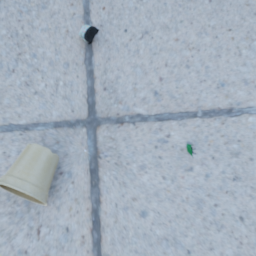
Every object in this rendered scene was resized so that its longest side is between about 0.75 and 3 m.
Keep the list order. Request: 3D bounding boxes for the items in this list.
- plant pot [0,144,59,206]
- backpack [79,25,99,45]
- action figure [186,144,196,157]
[{"bbox_3d":[-3.324,1.552,9.797,1.864,1.864,1.707,20,64,5],"label":"plant pot"},{"bbox_3d":[-1.673,-3.936,11.650,0.568,0.898,0.749,36,92,-32],"label":"backpack"},{"bbox_3d":[2.316,0.776,10.386,0.242,0.884,0.522,-5,100,-3],"label":"action figure"}]
